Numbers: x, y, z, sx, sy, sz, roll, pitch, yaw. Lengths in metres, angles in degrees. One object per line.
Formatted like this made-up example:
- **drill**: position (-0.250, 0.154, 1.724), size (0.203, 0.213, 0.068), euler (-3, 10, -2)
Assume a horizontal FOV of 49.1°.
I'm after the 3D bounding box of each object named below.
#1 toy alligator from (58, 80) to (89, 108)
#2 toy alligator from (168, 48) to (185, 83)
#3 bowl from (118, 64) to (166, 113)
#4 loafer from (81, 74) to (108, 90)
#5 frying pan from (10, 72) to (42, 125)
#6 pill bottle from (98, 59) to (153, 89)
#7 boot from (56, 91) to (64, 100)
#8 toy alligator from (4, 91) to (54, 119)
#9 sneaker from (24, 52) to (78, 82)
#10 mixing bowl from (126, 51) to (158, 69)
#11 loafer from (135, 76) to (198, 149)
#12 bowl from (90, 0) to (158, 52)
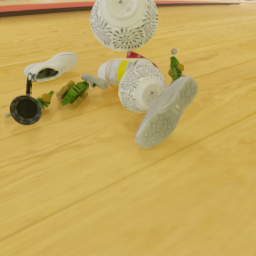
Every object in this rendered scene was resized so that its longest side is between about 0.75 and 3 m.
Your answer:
- **toy alligator**: position (-1.833, -1.449, 10.349), size (0.820, 0.594, 2.473), euler (39, 28, -9)
- **toy alligator**: position (1.852, -2.346, 11.140), size (0.457, 1.901, 0.630), euler (2, -21, -41)
- **bowl**: position (0.603, -1.158, 9.013), size (1.684, 1.684, 0.790), euler (-10, 24, -17)
- **loafer**: position (-1.298, -1.720, 10.501), size (1.172, 0.409, 0.410), euler (20, -8, 24)
- **frying pan**: position (-3.258, -0.865, 8.721), size (0.977, 1.615, 0.263), euler (-10, 19, -1)
- **pill bottle**: position (-0.134, -2.114, 11.027), size (2.182, 1.192, 1.192), euler (12, 31, 40)
- **boot**: position (-2.280, -1.255, 10.444), size (0.731, 0.318, 0.879), euler (-10, 10, -18)
- **toy alligator**: position (-3.233, -0.666, 9.491), size (1.845, 0.443, 0.611), euler (-33, 7, -19)
- **sneaker**: position (-3.250, -2.617, 12.542), size (2.588, 0.945, 0.916), euler (-31, 50, -28)
- **mixing bowl**: position (0.440, -2.582, 12.138), size (1.513, 0.820, 1.513), euler (29, 2, -1)
- **loafer**: position (1.046, -0.457, 8.088), size (2.506, 0.876, 0.875), euler (-48, 23, -14)
- **bowl**: position (-0.209, -4.631, 11.118), size (2.865, 2.865, 1.345), euler (2, -4, 4)
